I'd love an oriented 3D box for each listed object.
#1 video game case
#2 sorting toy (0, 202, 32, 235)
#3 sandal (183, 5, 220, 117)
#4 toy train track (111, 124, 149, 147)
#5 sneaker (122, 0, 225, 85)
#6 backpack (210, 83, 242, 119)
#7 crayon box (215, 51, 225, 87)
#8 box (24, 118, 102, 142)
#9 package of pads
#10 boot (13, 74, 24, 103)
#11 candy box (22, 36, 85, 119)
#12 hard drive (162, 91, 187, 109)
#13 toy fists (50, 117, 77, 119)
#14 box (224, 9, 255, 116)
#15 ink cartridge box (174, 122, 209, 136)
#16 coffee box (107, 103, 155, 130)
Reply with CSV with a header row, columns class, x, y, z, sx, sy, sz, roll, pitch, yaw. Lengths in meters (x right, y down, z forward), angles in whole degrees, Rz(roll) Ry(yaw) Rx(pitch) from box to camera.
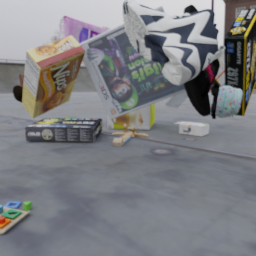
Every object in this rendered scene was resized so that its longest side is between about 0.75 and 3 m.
class,x,y,z,sx,sy,sz,roll,pitch,yaw
video game case,0.180,-1.798,8.245,2.706,2.460,0.316,-20,16,14
sorting toy,-2.142,1.460,4.622,0.764,0.185,1.356,3,11,14
sandal,1.852,-1.762,6.960,0.662,2.937,1.103,-8,-12,37
toy train track,-0.069,0.214,11.017,1.550,0.440,2.703,2,11,14
sneaker,1.047,-2.124,6.080,1.606,0.985,2.468,-26,55,-18
backpack,2.210,-0.616,6.346,0.649,0.855,1.025,2,2,16
crayon box,3.913,-1.984,10.485,0.456,1.767,1.111,-18,-24,-38
box,-2.476,0.060,11.271,2.614,0.642,2.107,1,13,4
package of pads,-1.753,-3.653,12.177,2.614,1.575,0.989,7,1,-35
boot,-3.592,-1.455,9.522,0.444,1.382,1.288,-14,-32,-6
candy box,-2.327,-1.451,8.464,1.482,0.710,2.568,-35,-11,-35
hard drive,2.616,-1.903,11.612,0.349,2.612,1.723,48,17,17
toy fists,-3.176,-0.232,13.319,1.580,0.543,0.806,-1,3,5
box,3.005,-1.702,7.364,0.549,2.223,1.775,11,44,31
ink cartridge box,2.698,0.028,12.007,1.313,0.442,0.769,8,13,39
coffee box,0.233,-1.112,13.743,2.047,2.067,2.070,2,10,12
